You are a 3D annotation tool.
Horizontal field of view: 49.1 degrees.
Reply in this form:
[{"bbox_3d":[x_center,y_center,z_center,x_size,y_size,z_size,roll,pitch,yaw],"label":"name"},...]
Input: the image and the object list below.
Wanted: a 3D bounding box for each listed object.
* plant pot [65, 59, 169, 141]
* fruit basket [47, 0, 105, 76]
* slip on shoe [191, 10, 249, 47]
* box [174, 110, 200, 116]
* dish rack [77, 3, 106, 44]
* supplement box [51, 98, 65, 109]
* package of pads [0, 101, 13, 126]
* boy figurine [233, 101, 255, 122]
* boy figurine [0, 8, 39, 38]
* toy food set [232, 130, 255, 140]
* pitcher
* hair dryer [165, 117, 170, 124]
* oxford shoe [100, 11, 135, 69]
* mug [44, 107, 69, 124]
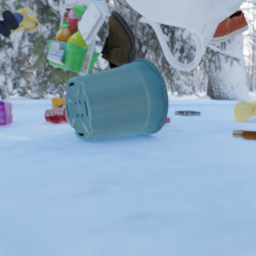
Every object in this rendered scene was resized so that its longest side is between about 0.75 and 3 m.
[{"bbox_3d":[-0.413,-0.650,7.285,2.060,2.103,2.103,-13,13,-30],"label":"plant pot"},{"bbox_3d":[-1.867,-3.329,9.635,1.304,2.783,2.578,-2,19,-42],"label":"fruit basket"},{"bbox_3d":[2.574,-2.786,7.907,2.218,0.679,0.822,-29,22,-27],"label":"slip on shoe"},{"bbox_3d":[3.127,-0.777,14.772,0.976,0.243,0.969,-4,7,-29],"label":"box"},{"bbox_3d":[-0.993,-2.743,7.218,0.230,0.905,1.055,20,29,-35],"label":"dish rack"},{"bbox_3d":[-2.358,-0.944,13.237,2.840,0.945,0.977,5,9,31],"label":"supplement box"},{"bbox_3d":[-5.038,-0.564,10.390,1.423,0.894,2.362,-5,9,-20],"label":"package of pads"},{"bbox_3d":[5.433,-0.742,11.872,2.723,0.877,1.693,-7,7,-40],"label":"boy figurine"},{"bbox_3d":[-3.261,-3.107,8.347,1.183,0.613,1.902,-34,15,14],"label":"boy figurine"},{"bbox_3d":[3.466,0.145,7.082,1.223,0.303,1.923,-5,9,-36],"label":"toy food set"},{"bbox_3d":[0.828,-2.413,5.569,2.312,1.983,1.401,36,36,5],"label":"pitcher"},{"bbox_3d":[0.849,-0.341,10.487,1.597,0.434,1.216,7,9,37],"label":"hair dryer"},{"bbox_3d":[-0.414,-2.823,9.759,1.151,0.991,2.727,-36,-22,-12],"label":"oxford shoe"},{"bbox_3d":[-2.761,-0.486,10.904,0.973,0.649,0.863,-1,5,16],"label":"mug"}]
